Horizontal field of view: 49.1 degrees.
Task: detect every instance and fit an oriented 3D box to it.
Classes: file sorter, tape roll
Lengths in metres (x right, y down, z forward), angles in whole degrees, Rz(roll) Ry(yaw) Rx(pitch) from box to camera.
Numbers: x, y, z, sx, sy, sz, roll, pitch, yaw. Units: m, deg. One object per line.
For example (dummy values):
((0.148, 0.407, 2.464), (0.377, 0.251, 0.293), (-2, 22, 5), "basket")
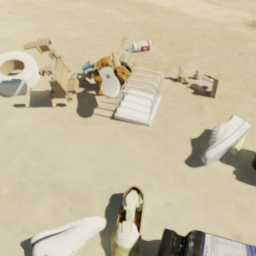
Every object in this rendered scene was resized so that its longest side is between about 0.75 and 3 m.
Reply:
((0.495, -1.344, 11.500), (1.479, 1.327, 2.132), (14, 41, 10), "file sorter")
((-5.326, -2.570, 13.095), (2.185, 0.764, 2.185), (2, 57, -3), "tape roll")

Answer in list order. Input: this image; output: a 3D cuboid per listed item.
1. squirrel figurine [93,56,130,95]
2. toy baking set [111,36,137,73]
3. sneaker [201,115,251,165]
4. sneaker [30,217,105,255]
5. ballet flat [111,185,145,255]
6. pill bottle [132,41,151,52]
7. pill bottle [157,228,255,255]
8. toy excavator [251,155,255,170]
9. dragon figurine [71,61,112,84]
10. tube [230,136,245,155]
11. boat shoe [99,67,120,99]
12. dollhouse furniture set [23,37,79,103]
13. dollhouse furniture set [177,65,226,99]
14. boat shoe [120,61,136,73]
((-0.740, -2.452, 12.732), (1.702, 1.589, 1.205), (0, 35, -2), "squirrel figurine")
((-0.223, -3.342, 13.585), (0.231, 1.983, 1.522), (7, 33, 44), "toy baking set")
((3.182, 0.377, 9.633), (2.412, 0.881, 0.854), (-32, 62, -30), "sneaker")
((-1.405, 2.820, 6.953), (1.884, 0.720, 0.758), (-19, 53, -15), "sneaker")
((0.023, 2.453, 7.240), (0.822, 0.822, 2.324), (6, 39, 7), "ballet flat")
((0.793, -4.827, 16.579), (1.064, 0.583, 0.583), (-12, 40, -15), "pill bottle")
((1.853, 3.024, 6.028), (2.436, 1.363, 1.363), (11, 40, 15), "pill bottle")
((5.906, 1.120, 8.582), (2.941, 1.469, 2.860), (-9, 39, -26), "toy excavator")
((-1.817, -2.790, 13.378), (2.083, 0.613, 1.036), (-44, 34, -13), "dragon figurine")
((3.929, 0.613, 9.949), (0.891, 0.231, 0.259), (-39, 8, -32), "tube")
((-0.695, -1.685, 11.231), (0.741, 0.667, 2.096), (-16, 40, 2), "boat shoe")
((-3.168, -2.123, 11.383), (1.195, 2.699, 1.399), (-9, 57, 13), "dollhouse furniture set")
((3.532, -2.396, 13.206), (1.129, 0.964, 2.179), (-30, 47, -33), "dollhouse furniture set")
((-0.092, -3.186, 14.550), (0.377, 0.418, 1.184), (-20, 39, -35), "boat shoe")
